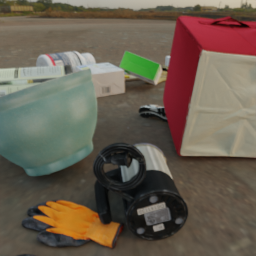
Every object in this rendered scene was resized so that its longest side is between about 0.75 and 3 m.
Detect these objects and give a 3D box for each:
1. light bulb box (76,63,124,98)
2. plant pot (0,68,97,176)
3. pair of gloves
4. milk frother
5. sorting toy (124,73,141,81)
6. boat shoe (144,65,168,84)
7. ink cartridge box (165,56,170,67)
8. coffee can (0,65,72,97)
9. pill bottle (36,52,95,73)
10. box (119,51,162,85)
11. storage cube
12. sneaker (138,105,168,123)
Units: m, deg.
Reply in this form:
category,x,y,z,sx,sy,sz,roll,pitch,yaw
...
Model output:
category,x,y,z,sx,sy,sz,roll,pitch,yaw
light bulb box,-1.167,-1.994,11.521,1.555,0.979,1.569,-12,27,-25
plant pot,-1.726,-0.051,5.950,2.550,1.709,2.550,-18,12,4
pair of gloves,-1.184,1.798,4.148,1.785,0.248,2.003,10,27,20
milk frother,0.137,0.724,4.743,1.488,1.649,1.551,1,24,-8
sorting toy,0.254,-2.599,13.721,1.723,0.254,1.274,-9,26,-19
boat shoe,1.640,-2.587,13.181,0.795,0.680,2.168,21,32,38
ink cartridge box,2.973,-3.147,14.258,1.384,0.799,1.895,-12,27,-24
coffee can,-2.785,-0.790,7.864,2.489,1.822,1.822,-6,25,-13
pill bottle,-2.690,-2.643,12.454,2.347,1.403,1.403,-20,31,-38
box,0.571,-2.489,11.758,1.539,0.744,1.358,23,4,8
storage cube,2.443,-1.023,6.975,2.557,2.992,2.689,3,33,-3
sneaker,1.024,-0.523,8.927,1.335,0.492,0.534,14,26,27
